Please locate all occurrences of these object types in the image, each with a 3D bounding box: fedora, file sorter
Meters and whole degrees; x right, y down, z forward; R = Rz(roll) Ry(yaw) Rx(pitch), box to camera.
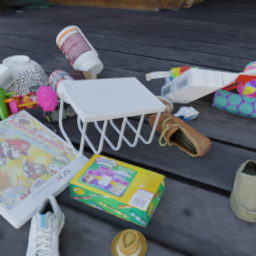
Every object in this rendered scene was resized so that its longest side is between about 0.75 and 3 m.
[{"bbox_3d":[0.021,2.553,6.216,0.845,0.345,0.845,0,35,0],"label":"fedora"},{"bbox_3d":[-0.617,-0.349,8.784,2.702,1.683,1.875,-9,40,-32],"label":"file sorter"}]

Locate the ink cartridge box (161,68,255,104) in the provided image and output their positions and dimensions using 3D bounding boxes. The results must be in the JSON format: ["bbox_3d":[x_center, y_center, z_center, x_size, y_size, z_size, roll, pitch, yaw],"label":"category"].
[{"bbox_3d":[3.121,-1.470,10.810,2.983,0.851,2.424,7,-10,-17],"label":"ink cartridge box"}]

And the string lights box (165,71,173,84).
[{"bbox_3d":[2.770,-2.305,12.951,1.859,0.548,0.955,14,35,38],"label":"string lights box"}]

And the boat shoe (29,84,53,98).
[{"bbox_3d":[-3.359,-1.615,12.100,1.776,0.565,0.628,-7,37,-6],"label":"boat shoe"}]

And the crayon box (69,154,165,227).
[{"bbox_3d":[-0.277,1.561,7.395,2.189,0.638,1.300,15,36,21],"label":"crayon box"}]

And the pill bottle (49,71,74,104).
[{"bbox_3d":[-2.332,-1.511,10.427,0.845,0.845,1.458,-18,38,-25],"label":"pill bottle"}]

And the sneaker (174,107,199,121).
[{"bbox_3d":[2.018,-0.509,10.540,1.257,0.471,0.545,-13,54,-28],"label":"sneaker"}]

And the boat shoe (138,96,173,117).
[{"bbox_3d":[0.529,-0.900,10.867,2.356,0.892,0.846,10,37,17],"label":"boat shoe"}]

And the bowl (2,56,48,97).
[{"bbox_3d":[-5.035,-2.558,12.959,2.609,1.224,2.609,-1,34,0],"label":"bowl"}]

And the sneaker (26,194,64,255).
[{"bbox_3d":[-1.832,2.355,6.002,0.809,0.935,2.158,-4,36,-9],"label":"sneaker"}]

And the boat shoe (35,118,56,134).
[{"bbox_3d":[-3.350,-0.087,9.939,1.636,0.530,0.588,12,36,18],"label":"boat shoe"}]

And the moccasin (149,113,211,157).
[{"bbox_3d":[1.546,0.223,9.307,0.906,0.858,2.347,-19,47,-39],"label":"moccasin"}]

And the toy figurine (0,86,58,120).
[{"bbox_3d":[-3.411,-0.904,9.966,1.813,1.479,1.970,-13,13,-9],"label":"toy figurine"}]

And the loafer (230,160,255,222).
[{"bbox_3d":[3.128,1.565,7.376,0.754,0.669,1.984,9,35,13],"label":"loafer"}]

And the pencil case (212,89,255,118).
[{"bbox_3d":[4.289,-0.984,10.952,1.877,0.799,0.867,18,75,22],"label":"pencil case"}]

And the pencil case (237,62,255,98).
[{"bbox_3d":[5.615,-2.141,12.550,1.087,1.087,2.461,15,37,21],"label":"pencil case"}]

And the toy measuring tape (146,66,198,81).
[{"bbox_3d":[1.970,-2.086,11.857,2.485,0.914,0.914,-4,33,13],"label":"toy measuring tape"}]

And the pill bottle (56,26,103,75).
[{"bbox_3d":[-2.325,-3.618,13.633,1.345,1.345,2.356,-27,76,-34],"label":"pill bottle"}]

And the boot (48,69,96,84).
[{"bbox_3d":[-2.374,-1.781,11.920,2.016,0.877,2.423,3,34,-8],"label":"boot"}]

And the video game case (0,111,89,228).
[{"bbox_3d":[-3.029,0.911,7.911,2.970,0.340,2.703,34,44,16],"label":"video game case"}]

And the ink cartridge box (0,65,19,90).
[{"bbox_3d":[-5.937,-1.809,11.797,2.074,0.728,2.552,-51,37,-15],"label":"ink cartridge box"}]

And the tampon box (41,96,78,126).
[{"bbox_3d":[-2.619,-0.749,10.727,1.173,0.741,0.879,-20,39,-27],"label":"tampon box"}]

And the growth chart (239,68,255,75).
[{"bbox_3d":[4.355,-2.103,11.894,1.999,0.245,2.762,-24,7,-28],"label":"growth chart"}]
